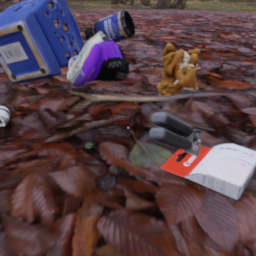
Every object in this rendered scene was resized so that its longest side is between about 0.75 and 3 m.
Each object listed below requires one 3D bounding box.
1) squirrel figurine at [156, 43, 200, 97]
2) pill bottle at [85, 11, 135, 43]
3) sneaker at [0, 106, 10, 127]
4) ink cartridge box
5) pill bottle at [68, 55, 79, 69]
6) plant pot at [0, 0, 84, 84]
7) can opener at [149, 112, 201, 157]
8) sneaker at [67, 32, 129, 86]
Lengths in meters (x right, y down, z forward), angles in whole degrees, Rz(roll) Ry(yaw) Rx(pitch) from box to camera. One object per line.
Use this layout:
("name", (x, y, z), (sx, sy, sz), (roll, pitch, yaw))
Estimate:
("squirrel figurine", (1.645, -1.636, 8.905), (1.174, 1.660, 1.549), (11, 42, -22))
("pill bottle", (-0.683, -3.538, 10.239), (1.696, 0.949, 0.949), (-12, 23, 26))
("sneaker", (-5.649, -0.318, 10.529), (2.203, 0.841, 0.887), (-7, 39, -10))
("ink cartridge box", (2.469, 0.985, 8.380), (2.366, 0.675, 1.923), (24, 37, 29))
("pill bottle", (-1.072, -2.079, 9.093), (1.574, 0.911, 0.911), (-13, 21, 28))
("plant pot", (-3.126, -2.860, 9.346), (2.381, 2.380, 2.140), (-5, 35, 25))
("can opener", (0.983, 0.185, 5.971), (0.728, 0.581, 2.177), (0, -13, 37))
("sneaker", (-0.570, -1.617, 7.146), (1.299, 0.908, 2.611), (35, 32, -12))
